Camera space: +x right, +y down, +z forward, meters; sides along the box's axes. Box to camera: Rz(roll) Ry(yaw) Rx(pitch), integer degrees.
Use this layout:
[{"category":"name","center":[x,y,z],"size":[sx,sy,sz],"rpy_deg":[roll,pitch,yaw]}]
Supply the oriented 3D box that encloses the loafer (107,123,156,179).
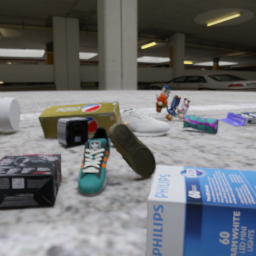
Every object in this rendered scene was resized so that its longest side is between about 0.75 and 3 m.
[{"category":"loafer","center":[0.079,0.466,5.993],"size":[0.559,1.471,0.496],"rpy_deg":[-40,21,-17]}]

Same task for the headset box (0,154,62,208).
[{"category":"headset box","center":[-1.907,0.924,5.347],"size":[1.160,0.602,1.558],"rpy_deg":[0,8,-9]}]

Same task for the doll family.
[{"category":"doll family","center":[2.106,-1.101,14.202],"size":[2.114,1.312,0.952],"rpy_deg":[27,-9,-19]}]

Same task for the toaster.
[{"category":"toaster","center":[-1.788,0.150,8.996],"size":[0.578,0.881,0.974],"rpy_deg":[9,12,43]}]

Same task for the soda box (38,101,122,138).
[{"category":"soda box","center":[-1.700,-0.296,10.079],"size":[2.796,0.895,0.947],"rpy_deg":[-4,28,11]}]

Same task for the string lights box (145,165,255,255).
[{"category":"string lights box","center":[1.661,1.117,3.718],"size":[2.720,0.802,1.398],"rpy_deg":[2,10,11]}]

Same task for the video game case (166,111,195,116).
[{"category":"video game case","center":[3.090,-0.835,16.485],"size":[1.571,0.180,1.430],"rpy_deg":[2,10,15]}]

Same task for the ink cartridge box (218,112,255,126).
[{"category":"ink cartridge box","center":[5.692,-0.450,13.629],"size":[1.995,0.433,1.976],"rpy_deg":[-2,11,-5]}]

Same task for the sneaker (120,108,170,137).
[{"category":"sneaker","center":[0.377,-0.242,10.852],"size":[2.494,1.004,0.953],"rpy_deg":[5,9,16]}]

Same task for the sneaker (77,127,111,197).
[{"category":"sneaker","center":[-0.706,0.622,5.741],"size":[0.601,0.673,1.684],"rpy_deg":[0,33,4]}]

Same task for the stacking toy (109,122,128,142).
[{"category":"stacking toy","center":[-0.232,0.156,8.892],"size":[0.444,0.809,0.470],"rpy_deg":[32,-3,-30]}]

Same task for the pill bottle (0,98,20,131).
[{"category":"pill bottle","center":[-5.741,-0.524,10.909],"size":[2.662,1.509,1.509],"rpy_deg":[-1,10,-3]}]

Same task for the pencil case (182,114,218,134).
[{"category":"pencil case","center":[2.902,-0.161,11.269],"size":[1.413,0.601,0.653],"rpy_deg":[10,1,31]}]
